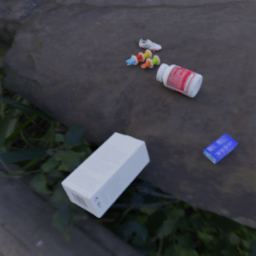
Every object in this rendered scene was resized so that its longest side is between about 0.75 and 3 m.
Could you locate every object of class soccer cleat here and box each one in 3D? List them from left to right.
[{"bbox_3d":[1.122,-4.245,14.330,1.144,0.487,0.393,13,50,12],"label":"soccer cleat"}]

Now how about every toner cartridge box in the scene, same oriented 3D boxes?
[{"bbox_3d":[3.324,0.737,10.098,1.199,0.259,0.570,-31,54,-25],"label":"toner cartridge box"}]

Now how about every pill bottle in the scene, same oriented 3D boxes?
[{"bbox_3d":[2.181,-2.090,12.093,1.782,1.001,1.001,27,54,21],"label":"pill bottle"}]

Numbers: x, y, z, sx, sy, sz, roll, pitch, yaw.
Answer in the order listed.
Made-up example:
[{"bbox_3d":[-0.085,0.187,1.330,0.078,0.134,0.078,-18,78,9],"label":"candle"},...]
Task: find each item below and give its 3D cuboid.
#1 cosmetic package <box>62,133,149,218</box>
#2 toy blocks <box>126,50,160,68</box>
[{"bbox_3d":[-0.632,1.377,8.848,1.311,0.921,2.586,17,47,38],"label":"cosmetic package"},{"bbox_3d":[0.683,-3.166,13.392,1.304,0.474,1.087,-28,54,-22],"label":"toy blocks"}]
